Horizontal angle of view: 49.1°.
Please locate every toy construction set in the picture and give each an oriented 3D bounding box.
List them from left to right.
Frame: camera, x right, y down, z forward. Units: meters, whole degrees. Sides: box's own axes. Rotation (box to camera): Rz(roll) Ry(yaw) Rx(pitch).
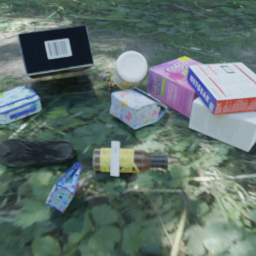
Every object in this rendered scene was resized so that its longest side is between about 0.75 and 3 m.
[{"bbox_3d":[-0.811,-2.295,13.547,0.661,0.860,0.718,-18,35,-39],"label":"toy construction set"}]

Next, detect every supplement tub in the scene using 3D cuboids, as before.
[{"bbox_3d":[0.040,-2.356,11.923,1.278,1.278,1.770,-6,-6,-9],"label":"supplement tub"}]

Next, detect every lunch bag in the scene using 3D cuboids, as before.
[{"bbox_3d":[-4.737,-0.974,11.759,1.913,0.789,1.538,-26,46,-31],"label":"lunch bag"},{"bbox_3d":[-1.664,1.568,7.763,0.558,0.893,1.187,30,31,-3],"label":"lunch bag"},{"bbox_3d":[0.434,-0.908,11.339,1.854,1.179,1.572,-16,38,-38],"label":"lunch bag"}]

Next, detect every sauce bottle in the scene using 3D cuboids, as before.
[{"bbox_3d":[0.082,1.044,8.899,2.364,0.765,0.765,1,35,4],"label":"sauce bottle"}]

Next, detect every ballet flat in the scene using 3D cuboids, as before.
[{"bbox_3d":[-3.168,0.857,9.373,2.859,0.950,0.812,1,-6,-1],"label":"ballet flat"}]

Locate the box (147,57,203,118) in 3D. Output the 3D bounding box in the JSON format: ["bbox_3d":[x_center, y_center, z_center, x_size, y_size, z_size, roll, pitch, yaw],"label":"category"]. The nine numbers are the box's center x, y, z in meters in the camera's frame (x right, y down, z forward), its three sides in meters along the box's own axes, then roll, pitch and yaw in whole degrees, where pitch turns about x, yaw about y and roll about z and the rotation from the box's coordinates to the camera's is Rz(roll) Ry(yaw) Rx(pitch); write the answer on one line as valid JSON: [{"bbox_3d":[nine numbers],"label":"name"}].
[{"bbox_3d":[2.663,-1.927,12.589,2.408,1.323,2.737,-24,42,-30],"label":"box"}]

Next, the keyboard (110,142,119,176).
[{"bbox_3d":[-0.388,0.914,8.302,0.286,1.017,0.054,0,-2,36],"label":"keyboard"}]

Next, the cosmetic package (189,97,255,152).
[{"bbox_3d":[3.537,-0.231,10.323,2.368,1.201,0.844,26,42,30],"label":"cosmetic package"}]

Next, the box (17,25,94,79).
[{"bbox_3d":[-3.373,-3.449,13.178,2.950,1.828,2.900,-13,8,-14],"label":"box"}]

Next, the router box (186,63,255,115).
[{"bbox_3d":[3.755,-1.557,10.483,2.336,0.636,2.602,-5,39,-10],"label":"router box"}]
